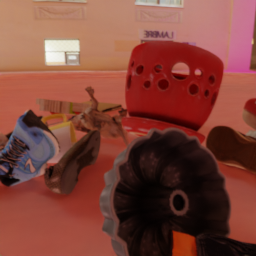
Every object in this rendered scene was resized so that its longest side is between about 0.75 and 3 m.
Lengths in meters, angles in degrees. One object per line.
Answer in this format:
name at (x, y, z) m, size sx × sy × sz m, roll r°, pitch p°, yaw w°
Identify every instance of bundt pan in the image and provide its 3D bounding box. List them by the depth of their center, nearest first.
bundt pan at (0.411, 0.916, 3.420) m, size 1.783 × 1.783 × 0.669 m, roll -10°, pitch -8°, yaw -34°

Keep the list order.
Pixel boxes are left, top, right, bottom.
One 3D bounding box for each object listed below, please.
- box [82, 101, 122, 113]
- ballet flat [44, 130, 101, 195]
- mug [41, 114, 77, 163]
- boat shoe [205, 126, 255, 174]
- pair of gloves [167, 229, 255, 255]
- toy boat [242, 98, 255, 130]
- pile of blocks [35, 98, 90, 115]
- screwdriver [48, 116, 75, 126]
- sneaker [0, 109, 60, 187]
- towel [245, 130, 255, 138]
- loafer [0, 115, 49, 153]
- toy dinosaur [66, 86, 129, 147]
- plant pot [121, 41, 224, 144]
box at (-1.635, -1.002, 13.540) m, size 2.109 × 0.224 × 1.724 m, roll 9°, pitch 17°, yaw 29°
ballet flat at (-1.136, 0.646, 6.132) m, size 0.582 × 0.845 × 2.509 m, roll 4°, pitch 21°, yaw 11°
mug at (-1.814, 0.356, 6.857) m, size 1.023 × 0.998 × 1.246 m, roll -10°, pitch 29°, yaw -2°
boat shoe at (2.758, 0.584, 6.506) m, size 0.871 × 0.873 × 2.420 m, roll 21°, pitch 2°, yaw -23°
pair of gloves at (1.104, 1.635, 2.580) m, size 1.481 × 0.206 × 1.663 m, roll 10°, pitch 22°, yaw -1°
toy boat at (4.179, -0.527, 7.225) m, size 2.323 × 1.518 × 1.516 m, roll 0°, pitch 24°, yaw -19°
pile of blocks at (-2.810, -0.795, 12.027) m, size 2.240 × 0.696 × 0.920 m, roll 6°, pitch 2°, yaw -6°
screwdriver at (-2.363, -0.251, 10.611) m, size 0.273 × 0.262 × 1.880 m, roll -28°, pitch -4°, yaw 37°
sneaker at (-1.894, 0.532, 5.028) m, size 0.829 × 2.115 × 0.951 m, roll 45°, pitch 50°, yaw 11°
towel at (4.055, 0.450, 7.587) m, size 2.150 × 0.386 × 2.233 m, roll 11°, pitch 19°, yaw 37°
loafer at (-2.972, 0.396, 6.683) m, size 1.062 × 0.929 × 2.955 m, roll 6°, pitch 16°, yaw 22°
toy dinosaur at (-0.760, -0.081, 8.361) m, size 2.477 × 1.679 × 1.063 m, roll 29°, pitch 66°, yaw 17°
plant pot at (0.985, -0.722, 7.050) m, size 2.373 × 2.161 × 2.373 m, roll 15°, pitch -4°, yaw 1°
